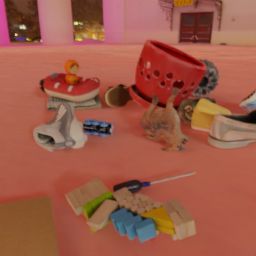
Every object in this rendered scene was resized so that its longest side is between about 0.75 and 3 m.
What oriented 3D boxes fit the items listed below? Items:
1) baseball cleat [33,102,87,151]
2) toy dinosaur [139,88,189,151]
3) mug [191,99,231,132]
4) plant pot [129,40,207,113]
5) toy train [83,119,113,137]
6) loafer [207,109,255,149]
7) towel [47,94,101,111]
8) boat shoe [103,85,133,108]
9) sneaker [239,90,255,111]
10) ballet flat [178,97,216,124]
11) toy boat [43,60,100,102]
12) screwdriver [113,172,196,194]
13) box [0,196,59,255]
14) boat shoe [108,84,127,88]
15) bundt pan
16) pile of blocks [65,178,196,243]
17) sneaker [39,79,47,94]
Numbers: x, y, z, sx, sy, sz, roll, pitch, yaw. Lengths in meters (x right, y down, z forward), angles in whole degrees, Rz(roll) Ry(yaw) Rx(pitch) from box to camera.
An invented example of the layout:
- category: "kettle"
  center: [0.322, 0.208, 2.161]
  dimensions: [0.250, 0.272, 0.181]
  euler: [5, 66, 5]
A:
- category: "baseball cleat"
  center: [-2.114, -0.123, 8.242]
  dimensions: [1.390, 0.911, 2.612]
  euler: [-9, 21, -23]
- category: "toy dinosaur"
  center: [0.885, -0.177, 8.452]
  dimensions: [1.679, 1.063, 2.477]
  euler: [-52, 21, -17]
- category: "mug"
  center: [2.576, -0.257, 8.647]
  dimensions: [1.023, 0.998, 1.246]
  euler: [22, 28, 27]
- category: "plant pot"
  center: [1.348, -1.751, 10.236]
  dimensions: [2.373, 2.161, 2.373]
  euler: [18, 25, -9]
- category: "toy train"
  center: [-0.929, -0.018, 8.663]
  dimensions: [1.023, 0.443, 0.584]
  euler: [7, 15, 17]
- category: "loafer"
  center: [3.632, -0.104, 8.140]
  dimensions: [2.955, 0.929, 1.062]
  euler: [-10, 23, -25]
- category: "towel"
  center: [-2.278, -1.200, 11.884]
  dimensions: [2.233, 0.386, 2.150]
  euler: [-3, 21, -11]
- category: "boat shoe"
  center: [-0.485, -1.357, 11.803]
  dimensions: [0.871, 0.873, 2.420]
  euler: [-2, 16, 27]
- category: "sneaker"
  center: [4.690, -0.784, 10.273]
  dimensions: [0.951, 0.829, 2.115]
  euler: [51, 22, 11]
- category: "ballet flat"
  center: [2.523, -0.709, 9.952]
  dimensions: [0.582, 0.845, 2.509]
  euler: [-9, 5, 40]
- category: "toy boat"
  center: [-2.283, -2.032, 11.457]
  dimensions: [2.323, 1.518, 1.516]
  euler: [14, 31, 14]
- category: "screwdriver"
  center: [0.600, 1.143, 5.802]
  dimensions: [1.880, 0.262, 0.273]
  euler: [-5, 52, -15]
- category: "box"
  center: [-1.914, 1.784, 4.086]
  dimensions: [1.724, 0.224, 2.109]
  euler: [-6, 21, -18]
- category: "boat shoe"
  center: [-0.346, -1.877, 13.559]
  dimensions: [0.566, 0.478, 1.587]
  euler: [18, 27, 39]
- category: "bundt pan"
  center: [3.314, -2.148, 12.658]
  dimensions: [1.783, 1.783, 0.669]
  euler: [-2, 31, -7]
- category: "pile of blocks"
  center: [-0.036, 1.480, 4.394]
  dimensions: [2.240, 0.696, 0.920]
  euler: [6, 32, 36]
- category: "sneaker"
  center: [-3.475, -2.004, 13.589]
  dimensions: [2.030, 0.718, 0.992]
  euler: [15, 21, 37]
